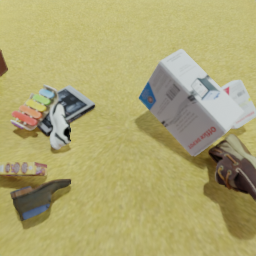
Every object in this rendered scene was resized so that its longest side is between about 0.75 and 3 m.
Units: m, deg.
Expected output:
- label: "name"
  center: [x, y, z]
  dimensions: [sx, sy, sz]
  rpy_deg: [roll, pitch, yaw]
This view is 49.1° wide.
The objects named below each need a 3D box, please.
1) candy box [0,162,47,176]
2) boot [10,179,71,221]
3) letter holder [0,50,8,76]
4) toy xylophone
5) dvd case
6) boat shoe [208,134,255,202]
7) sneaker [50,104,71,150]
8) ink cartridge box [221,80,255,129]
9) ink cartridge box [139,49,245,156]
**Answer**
- label: "candy box"
  center: [-2.590, 0.993, 6.684]
  dimensions: [1.108, 0.646, 0.313]
  rpy_deg: [-4, 76, 10]
- label: "boot"
  center: [-1.844, 1.551, 6.218]
  dimensions: [1.357, 0.507, 0.658]
  rpy_deg: [-11, 79, -33]
- label: "letter holder"
  center: [-5.455, -2.090, 9.082]
  dimensions: [1.270, 1.794, 2.525]
  rpy_deg: [15, 47, 14]
- label: "toy xylophone"
  center: [-2.779, -0.597, 8.196]
  dimensions: [1.143, 0.392, 1.561]
  rpy_deg: [15, 62, 25]
- label: "dvd case"
  center: [-2.126, -0.590, 8.679]
  dimensions: [1.777, 0.220, 1.335]
  rpy_deg: [-35, 56, -29]
- label: "boat shoe"
  center: [2.433, 1.043, 6.242]
  dimensions: [0.964, 0.966, 2.678]
  rpy_deg: [-25, 24, 10]
- label: "sneaker"
  center: [-1.812, -0.087, 7.715]
  dimensions: [0.544, 0.501, 1.359]
  rpy_deg: [-20, 64, 21]
- label: "ink cartridge box"
  center: [2.928, -0.643, 7.773]
  dimensions: [0.812, 1.119, 0.467]
  rpy_deg: [-31, 8, -7]
- label: "ink cartridge box"
  center: [1.514, -0.593, 7.197]
  dimensions: [0.956, 1.631, 2.227]
  rpy_deg: [-38, 80, -30]
